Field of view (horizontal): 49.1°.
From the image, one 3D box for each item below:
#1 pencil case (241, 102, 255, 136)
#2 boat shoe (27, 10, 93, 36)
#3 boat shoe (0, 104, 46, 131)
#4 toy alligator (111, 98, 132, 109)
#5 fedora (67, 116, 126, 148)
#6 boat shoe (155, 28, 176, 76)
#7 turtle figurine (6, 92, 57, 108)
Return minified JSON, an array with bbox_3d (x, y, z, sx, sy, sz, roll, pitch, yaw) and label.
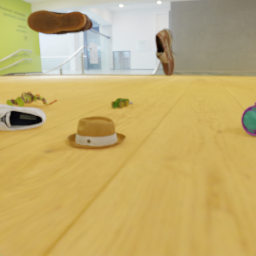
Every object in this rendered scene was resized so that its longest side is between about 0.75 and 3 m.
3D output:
[{"bbox_3d":[4.971,-0.398,9.380,2.454,1.134,1.044,-10,31,-30],"label":"pencil case"},{"bbox_3d":[-2.715,-4.146,11.226,2.636,0.928,0.927,9,10,16],"label":"boat shoe"},{"bbox_3d":[-4.196,-0.364,9.646,2.607,0.959,0.852,-6,11,-18],"label":"boat shoe"},{"bbox_3d":[-0.291,-1.378,14.813,0.652,0.473,1.968,7,16,26],"label":"toy alligator"},{"bbox_3d":[-0.954,0.067,8.358,1.782,0.727,1.782,-1,13,0],"label":"fedora"},{"bbox_3d":[1.234,-2.598,9.862,0.601,1.673,0.634,-27,29,-26],"label":"boat shoe"},{"bbox_3d":[-5.123,-1.460,14.460,2.478,0.798,1.998,3,14,14],"label":"turtle figurine"}]
